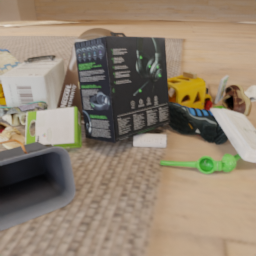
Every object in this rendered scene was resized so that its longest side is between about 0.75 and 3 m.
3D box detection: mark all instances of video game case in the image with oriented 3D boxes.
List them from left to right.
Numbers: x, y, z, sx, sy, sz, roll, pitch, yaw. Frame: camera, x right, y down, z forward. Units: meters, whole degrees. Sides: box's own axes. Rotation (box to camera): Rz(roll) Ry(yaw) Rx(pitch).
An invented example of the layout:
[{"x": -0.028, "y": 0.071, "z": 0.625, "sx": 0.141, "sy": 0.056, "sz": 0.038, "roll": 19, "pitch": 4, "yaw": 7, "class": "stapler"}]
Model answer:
[{"x": 3.589, "y": -1.479, "z": 10.730, "sx": 0.112, "sy": 0.922, "sz": 1.012, "roll": 20, "pitch": 28, "yaw": 24, "class": "video game case"}]

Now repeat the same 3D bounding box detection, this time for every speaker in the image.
[{"x": 0.591, "y": 0.345, "z": 7.690, "sx": 0.912, "sy": 0.370, "sz": 0.370, "roll": 2, "pitch": 26, "yaw": 4, "class": "speaker"}]

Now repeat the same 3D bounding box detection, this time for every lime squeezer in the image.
[{"x": 2.003, "y": 0.773, "z": 6.727, "sx": 2.356, "sy": 0.444, "sz": 0.832, "roll": -6, "pitch": 26, "yaw": -11, "class": "lime squeezer"}]

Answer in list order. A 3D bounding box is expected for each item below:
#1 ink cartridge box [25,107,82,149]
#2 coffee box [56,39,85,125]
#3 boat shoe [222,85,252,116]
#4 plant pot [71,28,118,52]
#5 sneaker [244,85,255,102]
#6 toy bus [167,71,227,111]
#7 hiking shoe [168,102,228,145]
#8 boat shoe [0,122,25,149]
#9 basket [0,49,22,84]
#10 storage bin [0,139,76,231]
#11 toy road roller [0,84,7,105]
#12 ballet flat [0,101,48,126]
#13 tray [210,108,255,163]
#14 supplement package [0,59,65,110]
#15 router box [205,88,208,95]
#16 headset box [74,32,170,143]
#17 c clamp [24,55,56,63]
[{"x": -1.996, "y": 0.037, "z": 7.555, "sx": 1.378, "sy": 1.018, "sz": 0.522, "roll": -5, "pitch": -19, "yaw": 2, "class": "ink cartridge box"}, {"x": -1.159, "y": -1.426, "z": 8.901, "sx": 1.462, "sy": 2.556, "sz": 1.019, "roll": 7, "pitch": -17, "yaw": 14, "class": "coffee box"}, {"x": 3.788, "y": -1.051, "z": 10.197, "sx": 0.744, "sy": 0.746, "sz": 2.069, "roll": 1, "pitch": 31, "yaw": 2, "class": "boat shoe"}, {"x": -1.344, "y": -2.198, "z": 11.015, "sx": 2.613, "sy": 2.613, "sz": 2.279, "roll": 8, "pitch": 46, "yaw": 16, "class": "plant pot"}, {"x": 4.876, "y": -1.268, "z": 11.032, "sx": 1.287, "sy": 0.484, "sz": 0.570, "roll": -27, "pitch": 48, "yaw": -33, "class": "sneaker"}, {"x": 2.051, "y": -1.254, "z": 9.807, "sx": 2.502, "sy": 1.370, "sz": 2.651, "roll": 1, "pitch": 26, "yaw": 2, "class": "toy bus"}, {"x": 2.038, "y": -0.216, "z": 8.409, "sx": 2.213, "sy": 0.823, "sz": 0.959, "roll": 28, "pitch": 37, "yaw": 25, "class": "hiking shoe"}, {"x": -3.313, "y": 0.206, "z": 7.817, "sx": 1.455, "sy": 0.503, "sz": 0.536, "roll": 18, "pitch": 31, "yaw": 32, "class": "boat shoe"}, {"x": -5.790, "y": -2.453, "z": 11.692, "sx": 2.457, "sy": 1.709, "sz": 2.166, "roll": 34, "pitch": 35, "yaw": 14, "class": "basket"}, {"x": -2.315, "y": 0.907, "z": 5.534, "sx": 2.040, "sy": 1.485, "sz": 1.370, "roll": -16, "pitch": 20, "yaw": -30, "class": "storage bin"}, {"x": -4.718, "y": -1.285, "z": 10.564, "sx": 0.982, "sy": 0.717, "sz": 0.604, "roll": 3, "pitch": 29, "yaw": 13, "class": "toy road roller"}, {"x": -3.427, "y": -0.405, "z": 8.792, "sx": 1.962, "sy": 0.706, "sz": 0.706, "roll": -5, "pitch": 23, "yaw": 19, "class": "ballet flat"}, {"x": 3.095, "y": 0.138, "z": 7.441, "sx": 1.207, "sy": 0.249, "sz": 2.249, "roll": 14, "pitch": 33, "yaw": -18, "class": "tray"}, {"x": -3.298, "y": -1.538, "z": 10.267, "sx": 1.485, "sy": 1.480, "sz": 2.531, "roll": 0, "pitch": 25, "yaw": 3, "class": "supplement package"}, {"x": 2.593, "y": -1.571, "z": 11.550, "sx": 0.986, "sy": 0.327, "sz": 1.254, "roll": -4, "pitch": 21, "yaw": -7, "class": "router box"}, {"x": -0.071, "y": -1.222, "z": 7.659, "sx": 1.259, "sy": 2.713, "sz": 2.362, "roll": 6, "pitch": 18, "yaw": 43, "class": "headset box"}, {"x": -3.333, "y": -2.605, "z": 10.633, "sx": 1.269, "sy": 0.172, "sz": 1.084, "roll": -16, "pitch": 24, "yaw": -23, "class": "c clamp"}]
